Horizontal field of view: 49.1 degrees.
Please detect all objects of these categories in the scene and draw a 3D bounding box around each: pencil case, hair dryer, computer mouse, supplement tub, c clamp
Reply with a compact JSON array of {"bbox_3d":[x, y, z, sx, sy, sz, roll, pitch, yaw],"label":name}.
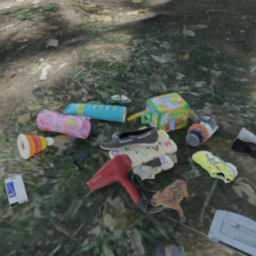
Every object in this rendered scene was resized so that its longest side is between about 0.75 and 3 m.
[{"bbox_3d":[-2.749,-0.180,12.140,2.310,1.010,1.010,10,42,15],"label":"pencil case"},{"bbox_3d":[-0.096,1.856,9.841,2.765,0.751,2.106,-2,51,7],"label":"hair dryer"},{"bbox_3d":[-1.727,1.263,10.882,0.753,0.173,0.529,-34,71,-20],"label":"computer mouse"},{"bbox_3d":[3.094,0.108,11.807,0.886,0.886,1.656,28,45,28],"label":"supplement tub"},{"bbox_3d":[-4.660,-1.961,14.881,0.909,0.144,1.064,-19,44,-21],"label":"c clamp"}]

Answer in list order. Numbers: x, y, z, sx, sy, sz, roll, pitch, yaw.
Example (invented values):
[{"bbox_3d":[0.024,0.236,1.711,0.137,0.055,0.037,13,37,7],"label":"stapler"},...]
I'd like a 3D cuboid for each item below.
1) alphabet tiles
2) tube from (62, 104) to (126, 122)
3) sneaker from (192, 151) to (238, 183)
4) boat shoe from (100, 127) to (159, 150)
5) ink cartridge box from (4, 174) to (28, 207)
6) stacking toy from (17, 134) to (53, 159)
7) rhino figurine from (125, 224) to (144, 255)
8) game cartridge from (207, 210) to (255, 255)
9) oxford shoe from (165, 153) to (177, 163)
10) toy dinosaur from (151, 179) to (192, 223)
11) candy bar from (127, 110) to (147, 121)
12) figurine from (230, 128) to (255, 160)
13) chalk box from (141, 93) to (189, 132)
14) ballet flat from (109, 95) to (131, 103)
[{"bbox_3d":[0.576,0.919,11.199,2.538,0.185,2.482,-22,44,-10],"label":"alphabet tiles"},{"bbox_3d":[-1.535,-0.762,13.057,2.807,0.707,1.087,6,22,8],"label":"tube"},{"bbox_3d":[3.178,1.439,10.535,1.740,0.656,0.665,24,48,31],"label":"sneaker"},{"bbox_3d":[0.014,0.347,11.244,2.427,0.692,0.811,-6,29,10],"label":"boat shoe"},{"bbox_3d":[-3.986,2.196,9.937,0.573,0.224,1.210,-17,44,-21],"label":"ink cartridge box"},{"bbox_3d":[-3.715,0.656,11.457,1.373,1.003,1.003,-12,39,-42],"label":"stacking toy"},{"bbox_3d":[0.174,3.362,8.282,0.475,0.325,1.086,-24,47,7],"label":"rhino figurine"},{"bbox_3d":[3.475,3.281,8.648,1.763,0.357,1.175,20,48,21],"label":"game cartridge"},{"bbox_3d":[1.624,0.998,11.269,0.385,0.369,1.042,-10,41,-8],"label":"oxford shoe"},{"bbox_3d":[1.539,2.098,9.080,0.821,1.297,1.914,3,30,29],"label":"toy dinosaur"},{"bbox_3d":[0.407,-0.533,11.901,0.946,0.236,0.105,-24,65,-13],"label":"candy bar"},{"bbox_3d":[5.075,0.704,11.567,1.249,0.551,1.280,31,49,21],"label":"figurine"},{"bbox_3d":[1.534,-0.604,12.486,1.957,1.218,1.212,-16,43,-16],"label":"chalk box"},{"bbox_3d":[-0.406,-1.458,14.117,1.118,0.415,0.415,-4,41,-5],"label":"ballet flat"}]
